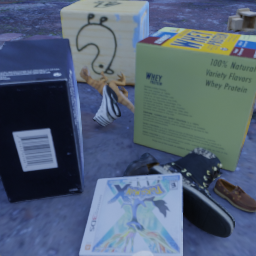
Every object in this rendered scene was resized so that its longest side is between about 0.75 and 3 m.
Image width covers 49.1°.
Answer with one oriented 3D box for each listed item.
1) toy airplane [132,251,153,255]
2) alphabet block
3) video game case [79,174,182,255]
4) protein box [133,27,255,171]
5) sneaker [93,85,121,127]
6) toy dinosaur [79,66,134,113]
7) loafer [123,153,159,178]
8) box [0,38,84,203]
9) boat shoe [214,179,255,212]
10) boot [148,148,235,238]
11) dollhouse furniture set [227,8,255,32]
[{"bbox_3d":[-0.248,2.645,2.763,2.437,1.727,2.448,-18,39,-18],"label":"toy airplane"},{"bbox_3d":[-0.786,-3.677,11.784,2.988,2.918,2.934,4,30,9],"label":"alphabet block"},{"bbox_3d":[0.103,1.593,5.185,1.774,0.195,1.617,-7,43,17],"label":"video game case"},{"bbox_3d":[1.808,-0.882,7.337,2.816,2.837,1.914,15,35,22],"label":"protein box"},{"bbox_3d":[-0.775,-0.663,8.651,0.886,0.581,1.539,-35,39,20],"label":"sneaker"},{"bbox_3d":[-0.421,-1.129,9.434,2.739,0.827,1.455,34,41,12],"label":"toy dinosaur"},{"bbox_3d":[0.316,0.982,6.694,0.415,0.418,1.148,26,42,28],"label":"loafer"},{"bbox_3d":[-1.999,-0.340,6.518,1.720,2.792,2.769,-6,33,-8],"label":"box"},{"bbox_3d":[2.317,1.434,6.016,0.360,0.338,1.000,-27,41,-36],"label":"boat shoe"},{"bbox_3d":[1.656,1.202,5.998,1.583,0.757,2.096,-22,38,-33],"label":"boot"},{"bbox_3d":[3.685,-3.716,12.096,2.933,2.594,1.631,-12,33,-20],"label":"dollhouse furniture set"}]
